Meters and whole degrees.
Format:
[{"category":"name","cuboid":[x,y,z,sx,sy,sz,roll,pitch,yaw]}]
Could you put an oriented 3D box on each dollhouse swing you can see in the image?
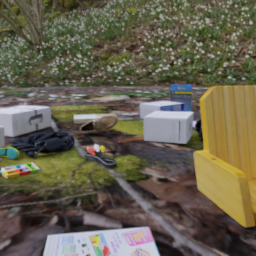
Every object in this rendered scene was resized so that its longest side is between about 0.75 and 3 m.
[{"category":"dollhouse swing","cuboid":[3.292,0.365,6.426,2.893,2.544,2.629,-2,12,-14]}]

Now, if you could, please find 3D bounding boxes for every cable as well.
[{"category":"cable","cuboid":[-3.141,0.585,10.509,1.910,0.595,2.341,1,13,29]},{"category":"cable","cuboid":[-0.947,0.894,9.079,0.783,0.406,1.613,-6,13,-23]}]

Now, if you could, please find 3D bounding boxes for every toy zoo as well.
[{"category":"toy zoo","cuboid":[-3.208,1.244,8.130,1.065,0.109,0.698,-8,15,-35]}]

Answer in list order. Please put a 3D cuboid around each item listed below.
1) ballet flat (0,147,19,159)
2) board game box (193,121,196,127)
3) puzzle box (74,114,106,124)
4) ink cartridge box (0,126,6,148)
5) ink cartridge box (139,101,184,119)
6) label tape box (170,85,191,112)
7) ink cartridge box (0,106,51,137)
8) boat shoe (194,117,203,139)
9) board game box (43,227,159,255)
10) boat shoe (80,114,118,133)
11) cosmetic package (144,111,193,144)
[{"category":"ballet flat","cuboid":[-4.046,0.842,9.538,1.133,0.379,0.380,4,-3,25]},{"category":"board game box","cuboid":[3.748,-0.265,15.235,1.465,0.190,1.465,1,12,1]},{"category":"puzzle box","cuboid":[-2.075,-0.540,16.343,2.146,0.273,1.428,-2,11,-11]},{"category":"ink cartridge box","cuboid":[-5.311,0.310,10.906,1.110,0.808,0.471,9,14,36]},{"category":"ink cartridge box","cuboid":[2.207,-1.063,17.108,2.562,0.978,1.748,-13,17,-40]},{"category":"label tape box","cuboid":[3.608,-1.989,19.165,1.416,1.964,0.622,2,12,12]},{"category":"ink cartridge box","cuboid":[-5.318,-0.405,13.654,1.908,1.111,2.620,5,11,22]},{"category":"boat shoe","cuboid":[3.377,-0.055,12.600,0.762,0.933,2.526,6,20,3]},{"category":"board game box","cuboid":[-0.378,1.973,4.023,1.672,0.337,1.279,-2,12,-7]},{"category":"boat shoe","cuboid":[-1.301,-0.124,12.502,1.878,0.669,0.606,-21,-1,27]},{"category":"cosmetic package","cuboid":[1.762,-0.062,11.984,1.779,1.094,1.773,5,13,21]}]
